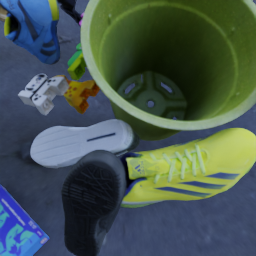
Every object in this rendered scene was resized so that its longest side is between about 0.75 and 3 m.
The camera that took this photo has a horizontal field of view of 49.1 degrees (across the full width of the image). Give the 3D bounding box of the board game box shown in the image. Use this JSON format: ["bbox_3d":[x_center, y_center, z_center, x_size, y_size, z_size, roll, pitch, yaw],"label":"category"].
[{"bbox_3d":[-3.273,2.675,6.148,1.822,0.539,2.396,37,66,20],"label":"board game box"}]

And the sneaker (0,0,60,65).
[{"bbox_3d":[-1.694,-1.681,4.857,0.879,2.241,0.739,-27,85,-16],"label":"sneaker"}]

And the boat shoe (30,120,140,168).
[{"bbox_3d":[-0.694,0.333,4.434,1.867,0.662,0.673,-7,67,27],"label":"boat shoe"}]

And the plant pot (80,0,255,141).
[{"bbox_3d":[0.591,-0.898,5.113,2.734,2.596,2.734,2,73,-5],"label":"plant pot"}]

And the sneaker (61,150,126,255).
[{"bbox_3d":[-0.346,0.784,3.374,0.594,1.979,1.032,19,37,5],"label":"sneaker"}]

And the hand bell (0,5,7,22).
[{"bbox_3d":[-2.981,-3.428,6.265,1.001,1.001,1.923,-32,77,-18],"label":"hand bell"}]

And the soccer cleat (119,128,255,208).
[{"bbox_3d":[0.553,0.628,4.114,2.579,1.079,0.834,-25,50,31],"label":"soccer cleat"}]

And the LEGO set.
[{"bbox_3d":[-1.135,-1.223,5.790,1.165,1.083,2.839,13,57,29],"label":"LEGO set"}]

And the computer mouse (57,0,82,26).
[{"bbox_3d":[-1.645,-3.296,7.186,0.597,2.594,1.821,-43,74,-4],"label":"computer mouse"}]
